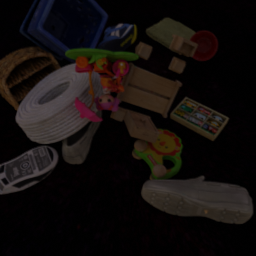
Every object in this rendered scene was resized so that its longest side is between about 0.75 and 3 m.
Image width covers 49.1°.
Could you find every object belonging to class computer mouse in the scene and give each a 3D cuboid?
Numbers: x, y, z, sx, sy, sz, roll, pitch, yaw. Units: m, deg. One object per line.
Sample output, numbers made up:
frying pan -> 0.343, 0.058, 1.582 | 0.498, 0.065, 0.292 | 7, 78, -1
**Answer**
computer mouse -> -3.171, 1.416, 7.765 | 2.708, 0.594, 1.485 | -23, 50, -11

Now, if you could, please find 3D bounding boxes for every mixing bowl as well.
mixing bowl -> 3.061, -3.351, 11.421 | 1.156, 1.156, 0.626 | 17, 23, 13

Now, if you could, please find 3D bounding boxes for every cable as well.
cable -> -2.035, -0.825, 8.602 | 2.913, 1.008, 2.912 | 15, 56, 48

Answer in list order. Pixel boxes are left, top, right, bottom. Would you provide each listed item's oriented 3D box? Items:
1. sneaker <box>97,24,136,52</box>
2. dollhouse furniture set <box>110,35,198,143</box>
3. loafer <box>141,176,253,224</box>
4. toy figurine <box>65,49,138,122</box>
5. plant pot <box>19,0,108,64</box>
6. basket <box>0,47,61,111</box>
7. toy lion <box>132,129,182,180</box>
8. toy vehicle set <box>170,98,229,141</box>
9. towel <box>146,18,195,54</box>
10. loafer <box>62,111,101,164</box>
sneaker -> -0.630, -3.599, 11.663 | 1.015, 0.912, 2.467 | 24, 49, 23
dollhouse furniture set -> 0.541, -1.279, 7.929 | 1.516, 2.925, 1.295 | 17, 20, -17
loafer -> 1.754, 1.746, 7.290 | 2.792, 0.976, 0.974 | 11, 42, 3
toy figurine -> -0.678, -0.994, 7.048 | 1.834, 1.377, 1.688 | 2, 93, 6
plant pot -> -2.447, -3.777, 10.238 | 2.017, 2.243, 2.243 | 12, 76, 45
basket -> -3.357, -1.741, 9.702 | 2.110, 1.506, 1.572 | -38, 59, -26
toy lion -> 1.024, 0.734, 8.398 | 1.524, 0.546, 1.590 | -19, 53, -24
toy vehicle set -> 2.370, -0.328, 9.383 | 1.639, 0.217, 1.019 | 30, 57, 22
towel -> 1.984, -4.052, 12.303 | 1.592, 0.392, 2.146 | -38, 62, -26
loafer -> -1.418, -0.209, 8.789 | 0.979, 0.977, 2.800 | 4, 51, 3
